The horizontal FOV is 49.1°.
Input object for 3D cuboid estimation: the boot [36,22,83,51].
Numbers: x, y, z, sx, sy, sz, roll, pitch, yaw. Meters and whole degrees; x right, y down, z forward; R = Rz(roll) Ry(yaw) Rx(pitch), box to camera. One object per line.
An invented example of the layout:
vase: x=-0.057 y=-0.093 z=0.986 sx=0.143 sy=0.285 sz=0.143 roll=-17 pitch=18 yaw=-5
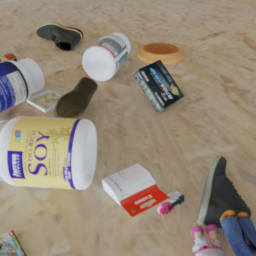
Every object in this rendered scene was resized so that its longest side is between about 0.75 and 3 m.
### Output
boot: x=-3.985 y=-4.905 z=15.232 sx=2.669 sy=1.034 sz=1.846 roll=4 pitch=40 yaw=8

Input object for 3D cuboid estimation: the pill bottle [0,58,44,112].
pill bottle: x=-4.349 y=-1.433 z=9.723 sx=1.529 sy=1.529 sz=2.642 roll=23 pitch=40 yaw=29

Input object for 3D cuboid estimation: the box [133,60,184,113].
box: x=1.099 y=-1.510 z=9.998 sx=1.304 sy=0.378 sz=1.641 roll=-31 pitch=88 yaw=-37

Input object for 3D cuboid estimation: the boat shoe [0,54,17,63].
boat shoe: x=-5.809 y=-2.867 z=12.415 sx=0.910 sy=0.800 sz=2.556 roll=7 pitch=34 yaw=13

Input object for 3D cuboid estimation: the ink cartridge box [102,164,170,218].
ink cartridge box: x=0.155 y=1.396 z=6.533 sx=1.069 sy=0.375 sz=1.315 roll=-20 pitch=24 yaw=-26

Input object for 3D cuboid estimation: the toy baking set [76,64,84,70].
toy baking set: x=-2.022 y=-2.803 z=12.951 sx=0.602 sy=0.091 sz=0.784 roll=21 pitch=40 yaw=22

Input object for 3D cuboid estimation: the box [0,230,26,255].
box: x=-2.301 y=2.394 z=5.456 sx=0.422 sy=0.133 sz=0.767 roll=-25 pitch=42 yaw=-31

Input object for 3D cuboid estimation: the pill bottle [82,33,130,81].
pill bottle: x=-0.838 y=-3.213 z=12.313 sx=1.483 sy=1.483 sz=2.560 roll=11 pitch=36 yaw=15

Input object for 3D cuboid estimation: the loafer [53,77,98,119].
loafer: x=-1.729 y=-0.797 z=9.390 sx=0.923 sy=0.819 sz=2.427 roll=32 pitch=42 yaw=0

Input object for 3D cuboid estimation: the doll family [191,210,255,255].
doll family: x=2.405 y=2.197 z=4.778 sx=2.719 sy=1.225 sz=1.688 roll=-3 pitch=35 yaw=-4

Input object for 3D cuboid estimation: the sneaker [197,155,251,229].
sneaker: x=2.250 y=1.495 z=6.356 sx=1.013 sy=0.713 sz=1.907 roll=16 pitch=48 yaw=15

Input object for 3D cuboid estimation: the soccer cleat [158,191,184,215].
soccer cleat: x=0.923 y=1.698 z=6.378 sx=0.805 sy=0.281 sz=0.348 roll=-20 pitch=28 yaw=-32

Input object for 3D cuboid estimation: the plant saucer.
plant saucer: x=1.616 y=-3.801 z=14.081 sx=2.260 sy=0.423 sz=2.260 roll=0 pitch=34 yaw=0

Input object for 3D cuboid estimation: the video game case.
video game case: x=-2.964 y=-1.009 z=10.330 sx=1.158 sy=0.133 sz=1.054 roll=27 pitch=43 yaw=33

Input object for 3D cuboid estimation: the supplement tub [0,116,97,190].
supplement tub: x=-2.018 y=0.576 z=6.716 sx=2.315 sy=1.683 sz=1.683 roll=2 pitch=35 yaw=4
